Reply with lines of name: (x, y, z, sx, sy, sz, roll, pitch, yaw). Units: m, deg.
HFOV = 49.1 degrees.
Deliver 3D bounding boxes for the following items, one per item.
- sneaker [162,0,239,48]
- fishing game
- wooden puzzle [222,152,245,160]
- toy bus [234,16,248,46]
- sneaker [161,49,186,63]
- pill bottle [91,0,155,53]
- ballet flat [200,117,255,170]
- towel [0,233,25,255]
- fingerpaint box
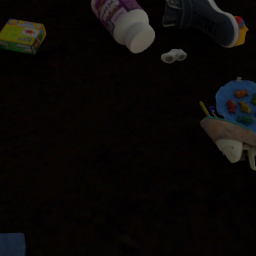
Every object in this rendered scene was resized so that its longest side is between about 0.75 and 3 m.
sneaker: (2.462, -3.846, 10.184, 2.145, 1.128, 2.968, -9, 49, -18)
fishing game: (3.824, -0.772, 8.871, 2.885, 0.448, 2.066, -14, 64, -7)
wooden puzzle: (3.153, 0.718, 8.202, 0.801, 0.056, 0.475, 2, 59, 1)
toy bus: (3.884, -3.719, 10.306, 0.718, 1.016, 1.059, -14, 59, -6)
sneaker: (1.585, -2.620, 10.067, 0.938, 0.365, 0.466, -10, 53, -16)
pill bottle: (-0.158, -3.959, 10.152, 1.422, 1.422, 2.533, -29, 68, -16)
ballet flat: (3.344, 0.579, 7.738, 2.944, 1.002, 0.990, 19, 72, 8)
towel: (-2.783, 3.124, 6.191, 0.885, 0.385, 1.584, 7, 36, -18)
fingerpaint box: (-3.928, -3.390, 10.394, 1.370, 0.503, 1.143, 11, 61, 6)
